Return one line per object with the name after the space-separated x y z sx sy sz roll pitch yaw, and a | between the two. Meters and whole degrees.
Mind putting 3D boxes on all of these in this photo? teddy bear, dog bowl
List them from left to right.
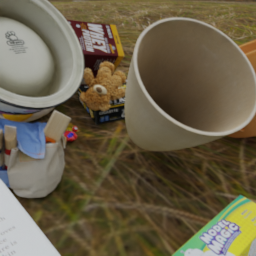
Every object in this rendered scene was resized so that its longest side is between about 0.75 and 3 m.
-2.420 -1.559 5.916 1.068 2.896 2.896 -26 6 44 | dog bowl
-0.662 -1.308 8.288 0.632 1.373 1.893 -32 5 43 | teddy bear

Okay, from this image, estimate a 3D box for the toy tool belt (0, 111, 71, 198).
-2.594 0.296 5.623 2.729 1.677 1.704 5 27 -13 | toy tool belt

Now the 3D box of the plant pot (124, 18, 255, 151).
0.890 -0.467 5.915 2.386 2.548 2.386 7 65 -14 | plant pot

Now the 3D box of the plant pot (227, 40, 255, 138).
3.193 -1.064 7.345 2.920 2.044 2.920 -23 10 4 | plant pot

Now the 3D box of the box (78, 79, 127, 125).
-0.249 -0.994 9.393 2.453 0.605 1.959 -12 34 -20 | box

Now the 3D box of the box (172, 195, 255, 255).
0.840 1.959 3.393 2.319 1.361 0.561 -25 39 -36 | box

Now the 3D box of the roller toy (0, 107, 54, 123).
-3.352 -1.309 8.710 2.561 1.790 2.336 22 47 31 | roller toy

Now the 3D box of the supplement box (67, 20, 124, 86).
-1.559 -2.512 9.862 2.039 2.011 1.354 -4 67 -28 | supplement box

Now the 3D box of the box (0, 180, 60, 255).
-1.143 2.099 2.376 1.472 2.108 2.768 -25 38 -36 | box

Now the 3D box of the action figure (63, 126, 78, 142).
-1.758 0.343 7.306 0.484 0.382 1.479 8 28 23 | action figure
